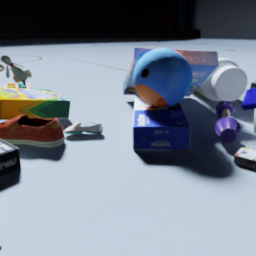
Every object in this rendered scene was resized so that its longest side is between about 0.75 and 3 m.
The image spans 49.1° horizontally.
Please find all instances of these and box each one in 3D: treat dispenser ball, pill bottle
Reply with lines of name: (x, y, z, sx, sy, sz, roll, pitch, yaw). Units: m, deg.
treat dispenser ball: (0.976, -1.410, 7.963, 1.658, 1.658, 1.658, 0, 21, 0)
pill bottle: (3.441, -2.060, 11.311, 1.661, 1.661, 2.955, -4, 22, -9)

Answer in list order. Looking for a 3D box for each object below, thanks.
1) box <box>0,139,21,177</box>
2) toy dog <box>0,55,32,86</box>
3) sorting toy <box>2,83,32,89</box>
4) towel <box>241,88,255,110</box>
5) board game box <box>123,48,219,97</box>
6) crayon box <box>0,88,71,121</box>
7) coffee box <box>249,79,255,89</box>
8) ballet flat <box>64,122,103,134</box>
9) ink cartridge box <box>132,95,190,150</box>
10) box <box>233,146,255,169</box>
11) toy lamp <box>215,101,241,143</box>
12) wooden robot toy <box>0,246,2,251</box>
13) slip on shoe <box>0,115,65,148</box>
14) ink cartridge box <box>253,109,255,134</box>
box: (-3.734, 0.645, 6.081, 2.236, 0.495, 1.792, 17, 27, 36)
toy dog: (-4.896, -2.392, 12.209, 1.660, 1.095, 0.799, 21, 36, -55)
sorting toy: (-5.150, -1.915, 12.936, 1.284, 0.234, 1.188, -9, 23, -21)
towel: (3.470, -0.804, 6.894, 1.221, 0.303, 0.902, -10, 24, 35)
board game box: (1.355, -1.889, 10.151, 2.791, 0.605, 2.778, 0, -16, -8)
crayon box: (-3.327, -0.773, 8.754, 2.555, 0.659, 1.606, -5, 22, -41)
coffee box: (6.406, -1.956, 12.714, 1.293, 0.462, 2.103, 15, 26, 33)
ballet flat: (-1.244, -0.001, 7.858, 1.086, 0.377, 0.377, -1, 21, -4)
ink cartridge box: (0.867, -0.277, 8.188, 1.409, 0.663, 2.997, 0, 22, 3)
box: (2.985, 0.718, 6.290, 1.013, 0.202, 0.693, 15, 25, 34)
toy lamp: (2.814, -0.201, 7.998, 0.683, 0.683, 2.347, 6, 23, 14)
wooden robot toy: (-2.077, 1.362, 3.782, 0.561, 0.578, 1.274, -14, 21, -23)
slip on shoe: (-2.852, -0.005, 7.400, 2.431, 0.744, 0.900, 4, 24, 12)
ink cartridge box: (4.566, 0.044, 6.468, 2.065, 1.192, 2.827, -7, 21, -1)
